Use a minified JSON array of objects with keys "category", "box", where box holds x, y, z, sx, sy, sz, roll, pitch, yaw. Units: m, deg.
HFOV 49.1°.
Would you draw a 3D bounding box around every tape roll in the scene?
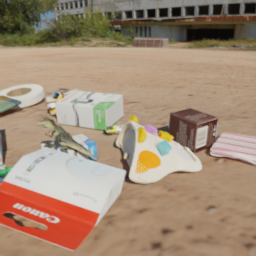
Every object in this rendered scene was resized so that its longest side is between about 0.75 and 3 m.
[{"category":"tape roll","box":[-5.691,-1.690,14.772,2.452,0.448,2.452,-3,29,2]}]

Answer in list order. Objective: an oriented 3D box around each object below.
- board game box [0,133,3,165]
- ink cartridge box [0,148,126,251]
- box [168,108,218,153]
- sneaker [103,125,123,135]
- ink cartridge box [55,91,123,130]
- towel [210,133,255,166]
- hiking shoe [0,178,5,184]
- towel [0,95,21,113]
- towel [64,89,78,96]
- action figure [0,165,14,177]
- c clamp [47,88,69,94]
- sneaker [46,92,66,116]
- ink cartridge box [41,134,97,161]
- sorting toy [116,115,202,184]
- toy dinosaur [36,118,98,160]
[{"category":"board game box","box":[-4.617,0.369,8.754,1.143,1.123,2.180,-9,20,-23]},{"category":"ink cartridge box","box":[-1.504,1.237,5.925,2.275,0.672,2.842,16,9,11]},{"category":"box","box":[2.227,0.055,9.709,1.069,1.080,1.302,-15,28,-33]},{"category":"sneaker","box":[-0.511,0.074,10.696,0.968,0.360,0.410,5,-13,-33]},{"category":"ink cartridge box","box":[-1.621,-0.789,11.901,2.381,1.001,1.738,8,27,21]},{"category":"towel","box":[3.731,0.644,9.390,1.522,0.311,2.079,12,21,27]},{"category":"hiking shoe","box":[-2.924,1.430,6.778,1.655,0.616,0.718,1,21,1]},{"category":"towel","box":[-6.333,-0.836,12.686,1.773,0.262,2.417,18,36,35]},{"category":"towel","box":[-3.392,-1.959,15.903,0.913,0.147,0.872,-4,21,45]},{"category":"action figure","box":[-3.869,1.118,7.571,1.697,0.464,1.003,5,-21,-9]},{"category":"c clamp","box":[-4.244,-2.299,17.293,1.035,0.164,1.212,5,22,13]},{"category":"sneaker","box":[-3.077,-1.345,13.400,0.809,0.973,2.159,-12,16,23]},{"category":"ink cartridge box","box":[-1.812,0.745,8.620,1.409,0.594,1.029,-15,25,-34]},{"category":"sorting toy","box":[0.989,0.662,8.387,2.222,1.319,2.469,16,15,-16]},{"category":"toy dinosaur","box":[-1.821,0.464,7.878,2.095,0.497,0.923,38,41,-3]}]
